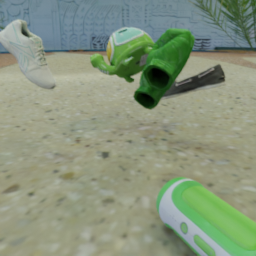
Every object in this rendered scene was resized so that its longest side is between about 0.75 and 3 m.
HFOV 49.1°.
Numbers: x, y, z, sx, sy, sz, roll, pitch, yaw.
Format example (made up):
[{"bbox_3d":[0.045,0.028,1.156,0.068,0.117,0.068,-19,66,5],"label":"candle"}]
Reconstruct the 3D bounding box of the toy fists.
[{"bbox_3d":[0.720,-1.295,6.112,0.792,1.173,2.302,33,-17,2],"label":"toy fists"}]

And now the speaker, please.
[{"bbox_3d":[1.475,1.719,4.504,1.072,1.072,2.423,-10,22,-26],"label":"speaker"}]

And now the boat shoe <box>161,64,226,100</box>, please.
[{"bbox_3d":[1.839,-1.398,8.792,2.322,0.662,0.776,-12,5,20],"label":"boat shoe"}]

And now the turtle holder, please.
[{"bbox_3d":[-0.112,-2.748,10.659,2.315,1.644,1.759,-37,-19,13],"label":"turtle holder"}]

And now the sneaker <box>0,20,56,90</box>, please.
[{"bbox_3d":[-2.686,-2.029,7.825,0.853,2.128,0.748,-35,7,22],"label":"sneaker"}]
